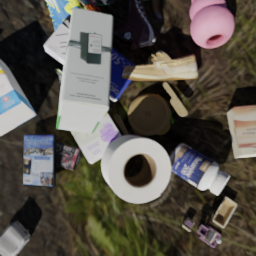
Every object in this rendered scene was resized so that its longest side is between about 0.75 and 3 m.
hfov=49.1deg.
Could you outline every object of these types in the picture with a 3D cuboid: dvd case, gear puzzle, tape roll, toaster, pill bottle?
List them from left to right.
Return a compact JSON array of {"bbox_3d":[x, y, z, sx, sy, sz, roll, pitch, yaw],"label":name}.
[{"bbox_3d":[-3.587,3.501,8.614,0.729,0.642,1.129,39,82,6],"label":"toaster"},{"bbox_3d":[-2.854,1.058,9.044,1.196,0.147,1.676,-1,87,20],"label":"dvd case"},{"bbox_3d":[-1.054,-3.962,9.707,0.204,0.807,1.557,-41,83,31],"label":"gear puzzle"},{"bbox_3d":[0.191,1.186,8.507,1.896,1.302,1.896,-1,93,-15],"label":"tape roll"},{"bbox_3d":[2.175,1.307,8.704,1.746,0.969,0.969,32,79,24],"label":"pill bottle"}]

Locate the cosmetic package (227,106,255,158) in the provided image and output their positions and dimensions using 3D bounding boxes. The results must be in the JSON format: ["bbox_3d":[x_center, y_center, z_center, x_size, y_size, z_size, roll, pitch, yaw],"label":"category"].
[{"bbox_3d":[3.922,0.141,9.327,0.841,0.709,1.626,-6,77,-1],"label":"cosmetic package"}]

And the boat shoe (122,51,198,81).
[{"bbox_3d":[1.078,-2.063,9.316,2.779,1.025,0.961,-6,101,-25],"label":"boat shoe"}]

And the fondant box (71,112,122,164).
[{"bbox_3d":[-1.151,0.057,9.427,1.362,0.550,1.888,-31,80,-6],"label":"fondant box"}]

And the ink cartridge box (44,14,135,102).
[{"bbox_3d":[-1.212,-2.314,9.536,2.947,0.651,1.385,36,81,-8],"label":"ink cartridge box"}]

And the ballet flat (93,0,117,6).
[{"bbox_3d":[-0.408,-4.938,9.785,2.706,0.988,0.988,12,76,33],"label":"ballet flat"}]

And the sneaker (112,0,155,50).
[{"bbox_3d":[-0.056,-3.903,10.161,1.378,0.903,2.386,-23,79,-2],"label":"sneaker"}]

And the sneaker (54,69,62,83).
[{"bbox_3d":[-2.376,-1.778,9.984,0.322,0.294,0.796,-45,80,-6],"label":"sneaker"}]

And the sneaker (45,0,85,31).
[{"bbox_3d":[-2.498,-4.201,10.128,2.791,1.057,1.466,34,80,6],"label":"sneaker"}]

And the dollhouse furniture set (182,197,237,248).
[{"bbox_3d":[2.627,2.729,8.538,1.244,1.114,1.570,33,79,7],"label":"dollhouse furniture set"}]

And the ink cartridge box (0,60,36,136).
[{"bbox_3d":[-4.452,-1.201,9.214,1.542,1.502,2.399,-31,79,-7],"label":"ink cartridge box"}]

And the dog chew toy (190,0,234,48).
[{"bbox_3d":[2.851,-4.044,9.952,1.473,1.473,2.366,-6,68,-1],"label":"dog chew toy"}]

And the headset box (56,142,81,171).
[{"bbox_3d":[-2.070,0.955,9.317,0.989,0.371,0.735,16,78,4],"label":"headset box"}]

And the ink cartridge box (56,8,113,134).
[{"bbox_3d":[-1.218,-1.493,7.759,1.152,2.032,2.772,8,68,-15],"label":"ink cartridge box"}]

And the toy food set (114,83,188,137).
[{"bbox_3d":[0.740,-0.400,9.604,2.257,0.453,1.558,-31,75,7],"label":"toy food set"}]
